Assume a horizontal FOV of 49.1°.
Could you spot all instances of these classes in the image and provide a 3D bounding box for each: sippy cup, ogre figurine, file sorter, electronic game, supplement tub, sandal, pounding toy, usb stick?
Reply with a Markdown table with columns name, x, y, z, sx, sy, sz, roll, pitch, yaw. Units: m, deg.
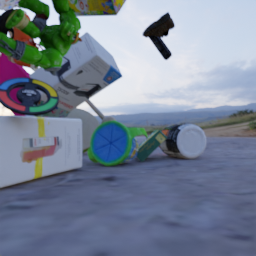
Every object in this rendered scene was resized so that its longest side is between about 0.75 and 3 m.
| name | x | y | z | sx | sy | sz | roll | pitch | yaw |
| --- | --- | --- | --- | --- | --- | --- | --- | --- | --- |
| sippy cup | -0.260 | 0.475 | 7.454 | 1.487 | 1.168 | 1.090 | 10 | -7 | 25 |
| ogre figurine | -1.430 | -1.762 | 4.894 | 0.916 | 1.867 | 1.119 | -26 | -47 | 29 |
| file sorter | -3.939 | -1.833 | 10.933 | 1.534 | 1.700 | 2.446 | -40 | -4 | -43 |
| electronic game | -1.583 | -0.515 | 4.465 | 0.945 | 0.197 | 0.945 | 14 | 38 | -12 |
| supplement tub | 1.720 | 0.445 | 9.485 | 1.107 | 1.107 | 1.807 | 0 | -1 | -16 |
| sandal | -2.901 | -2.173 | 6.515 | 1.571 | 0.354 | 0.590 | -21 | 19 | 50 |
| pounding toy | -2.053 | 0.257 | 11.235 | 2.214 | 1.331 | 2.868 | 36 | 51 | 19 |
| usb stick | 0.954 | -2.710 | 8.901 | 0.202 | 1.238 | 0.343 | -25 | -11 | -47 |

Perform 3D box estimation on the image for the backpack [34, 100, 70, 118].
| name | x | y | z | sx | sy | sz | roll | pitch | yaw |
| --- | --- | --- | --- | --- | --- | --- | --- | --- | --- |
| backpack | -2.733 | -0.990 | 10.063 | 1.507 | 1.278 | 1.698 | -9 | -21 | -44 |

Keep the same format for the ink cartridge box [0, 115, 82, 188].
| name | x | y | z | sx | sy | sz | roll | pitch | yaw |
| --- | --- | --- | --- | --- | --- | --- | --- | --- | --- |
| ink cartridge box | -2.400 | 0.360 | 5.382 | 1.992 | 1.145 | 2.744 | 0 | -1 | 19 |

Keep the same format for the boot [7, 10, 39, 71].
| name | x | y | z | sx | sy | sz | roll | pitch | yaw |
| --- | --- | --- | --- | --- | --- | --- | --- | --- | --- |
| boot | -3.118 | -2.651 | 8.747 | 1.054 | 0.737 | 1.965 | 31 | -40 | 1 |

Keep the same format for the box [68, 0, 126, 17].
| name | x | y | z | sx | sy | sz | roll | pitch | yaw |
| --- | --- | --- | --- | --- | --- | --- | --- | --- | --- |
| box | -0.805 | -2.967 | 5.464 | 1.246 | 0.789 | 1.294 | 9 | -34 | 23 |

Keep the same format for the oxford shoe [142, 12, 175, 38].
| name | x | y | z | sx | sy | sz | roll | pitch | yaw |
| --- | --- | --- | --- | --- | --- | --- | --- | --- | --- |
| oxford shoe | 0.869 | -2.860 | 8.276 | 0.499 | 0.580 | 1.374 | -47 | 19 | -17 |

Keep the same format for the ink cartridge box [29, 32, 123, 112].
| name | x | y | z | sx | sy | sz | roll | pitch | yaw |
| --- | --- | --- | --- | --- | --- | --- | --- | --- | --- |
| ink cartridge box | -1.514 | -1.541 | 8.329 | 2.168 | 0.908 | 1.573 | -31 | -23 | 16 |

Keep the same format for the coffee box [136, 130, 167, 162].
| name | x | y | z | sx | sy | sz | roll | pitch | yaw |
| --- | --- | --- | --- | --- | --- | --- | --- | --- | --- |
| coffee box | 0.653 | 0.513 | 8.694 | 1.048 | 0.375 | 1.705 | -43 | -2 | 2 |

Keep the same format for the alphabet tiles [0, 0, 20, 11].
| name | x | y | z | sx | sy | sz | roll | pitch | yaw |
| --- | --- | --- | --- | --- | --- | --- | --- | --- | --- |
| alphabet tiles | -2.780 | -3.120 | 6.873 | 0.973 | 0.952 | 0.071 | 19 | -33 | 26 |
